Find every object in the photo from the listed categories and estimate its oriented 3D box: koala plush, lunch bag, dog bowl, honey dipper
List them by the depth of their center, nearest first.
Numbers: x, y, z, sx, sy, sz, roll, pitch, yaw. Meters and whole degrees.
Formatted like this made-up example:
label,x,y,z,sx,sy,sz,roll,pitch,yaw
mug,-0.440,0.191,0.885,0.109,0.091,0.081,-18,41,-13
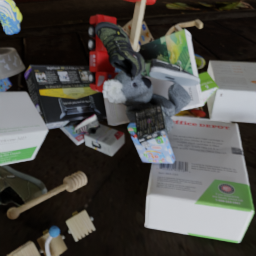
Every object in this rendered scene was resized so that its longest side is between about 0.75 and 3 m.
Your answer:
label,x,y,z,sx,sy,sz,roll,pitch,yaw
honey dipper,-1.845,1.558,6.591,0.398,0.398,2.098,26,27,30
koala plush,0.265,-0.696,6.814,1.737,1.596,1.540,47,53,-11
lunch bag,-5.568,-1.695,11.273,1.268,0.597,0.955,1,39,16
dog bowl,-5.954,-2.648,11.697,2.989,0.877,2.989,-5,26,3

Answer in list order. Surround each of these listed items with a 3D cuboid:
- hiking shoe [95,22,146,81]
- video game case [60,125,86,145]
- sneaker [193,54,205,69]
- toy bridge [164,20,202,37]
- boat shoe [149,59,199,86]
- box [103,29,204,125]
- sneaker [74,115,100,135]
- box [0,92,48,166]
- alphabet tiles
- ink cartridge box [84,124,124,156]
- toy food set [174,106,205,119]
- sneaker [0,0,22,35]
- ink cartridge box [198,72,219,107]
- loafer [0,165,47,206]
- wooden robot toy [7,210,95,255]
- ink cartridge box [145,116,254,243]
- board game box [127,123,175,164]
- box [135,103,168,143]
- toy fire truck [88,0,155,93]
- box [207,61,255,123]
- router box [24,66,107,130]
label,x,y,z,sx,sy,sz,roll,pitch,yaw
hiking shoe,-0.207,-1.619,5.819,1.385,0.524,0.697,46,35,-7
video game case,-1.757,-0.219,9.192,1.536,0.134,1.098,42,49,16
sneaker,2.720,-3.174,13.175,1.857,0.703,0.975,21,27,21
toy bridge,1.683,-3.138,9.097,1.509,0.205,0.507,-30,60,-7
boat shoe,1.164,-1.387,6.953,1.342,0.496,0.458,10,74,-10
box,0.550,-1.336,8.067,2.854,2.060,0.519,-13,-6,26
sneaker,-1.214,0.027,8.433,0.410,1.111,0.486,-36,93,-46
box,-2.736,0.009,6.163,1.296,1.116,1.303,-8,53,-47
alphabet tiles,0.402,-2.749,9.442,0.064,1.696,1.418,-1,41,50
ink cartridge box,-0.724,0.346,8.616,1.012,0.419,0.737,20,43,27
toy food set,1.598,-0.511,8.796,1.529,1.544,0.376,14,62,-5
sneaker,-3.483,-3.204,8.163,0.573,0.794,1.512,-4,2,3
ink cartridge box,1.767,-0.945,9.025,1.827,1.350,0.692,-21,69,-29
loafer,-3.072,1.415,6.940,2.086,0.784,0.726,13,35,16
wooden robot toy,-1.725,2.797,5.263,2.788,1.228,1.265,-27,80,-31
ink cartridge box,1.677,1.070,7.010,2.136,1.233,2.936,7,38,9
board game box,0.512,0.341,6.139,0.780,1.031,0.189,-3,37,33
box,0.452,-0.103,5.667,0.606,0.165,0.757,-20,43,16
toy fire truck,-0.240,-2.199,7.000,0.658,2.701,1.904,-7,13,-38
box,3.857,-1.374,10.196,1.787,1.248,2.347,5,38,6
router box,-1.817,-0.996,8.714,2.304,0.602,1.812,-10,76,-40
